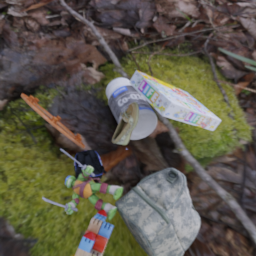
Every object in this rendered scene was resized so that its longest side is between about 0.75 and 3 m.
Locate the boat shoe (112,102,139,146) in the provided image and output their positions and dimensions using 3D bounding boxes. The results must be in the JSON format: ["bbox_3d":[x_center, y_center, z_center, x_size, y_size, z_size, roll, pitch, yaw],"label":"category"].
[{"bbox_3d":[-0.066,-0.106,8.006,0.430,1.370,0.502,7,22,-28],"label":"boat shoe"}]

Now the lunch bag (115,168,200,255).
[{"bbox_3d":[0.916,2.219,7.075,1.777,2.119,1.476,-36,38,-16],"label":"lunch bag"}]

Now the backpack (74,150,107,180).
[{"bbox_3d":[-1.237,1.174,8.663,0.972,0.749,0.926,-4,62,-18],"label":"backpack"}]

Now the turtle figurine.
[{"bbox_3d":[-1.006,1.494,6.444,1.504,1.551,1.116,17,61,18],"label":"turtle figurine"}]

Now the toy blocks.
[{"bbox_3d":[-0.698,2.381,5.699,0.880,1.761,1.204,21,86,5],"label":"toy blocks"}]

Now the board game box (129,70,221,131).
[{"bbox_3d":[1.351,-0.712,7.809,2.406,0.412,1.618,12,29,-44],"label":"board game box"}]

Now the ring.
[{"bbox_3d":[-2.233,-0.244,8.645,2.493,2.493,0.239,39,85,23],"label":"ring"}]

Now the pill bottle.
[{"bbox_3d":[0.031,-0.716,9.516,1.214,1.214,2.135,-18,47,-12],"label":"pill bottle"}]
